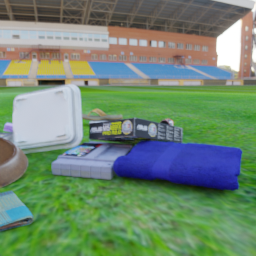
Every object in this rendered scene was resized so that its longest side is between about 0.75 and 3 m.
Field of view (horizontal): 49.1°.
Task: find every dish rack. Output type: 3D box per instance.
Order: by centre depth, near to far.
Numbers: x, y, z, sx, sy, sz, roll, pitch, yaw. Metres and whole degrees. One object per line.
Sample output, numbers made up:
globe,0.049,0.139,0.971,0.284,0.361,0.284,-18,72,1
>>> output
dish rack,-2.542,-0.295,8.431,2.289,1.965,0.498,-9,-12,16

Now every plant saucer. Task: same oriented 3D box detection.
plant saucer,-3.542,0.703,6.511,2.309,0.398,2.309,9,21,-4

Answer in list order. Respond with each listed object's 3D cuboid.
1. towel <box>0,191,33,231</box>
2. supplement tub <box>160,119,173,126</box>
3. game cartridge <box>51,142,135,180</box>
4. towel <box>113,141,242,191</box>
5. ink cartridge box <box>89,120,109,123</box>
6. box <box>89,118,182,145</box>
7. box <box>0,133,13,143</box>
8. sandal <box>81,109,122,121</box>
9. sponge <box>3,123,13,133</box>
towel,-2.281,1.429,4.729,0.997,0.148,1.360,-7,11,-36
supplement tub,1.749,-0.154,12.621,0.498,0.498,0.932,4,7,23
game cartridge,-0.831,0.782,7.660,1.584,0.469,2.443,7,11,13
towel,1.218,0.881,6.594,2.684,0.665,1.982,3,14,24
ink cartridge box,-1.357,-0.256,13.955,0.767,0.270,1.286,2,12,14
box,0.261,0.168,8.448,1.838,0.508,2.294,-6,-11,43
box,-4.619,0.597,8.223,1.786,0.545,2.256,1,10,6
sandal,-1.346,-0.672,13.934,2.162,0.584,0.868,-1,10,-7
sponge,-4.355,0.037,11.170,1.030,0.275,1.846,10,-1,-21
